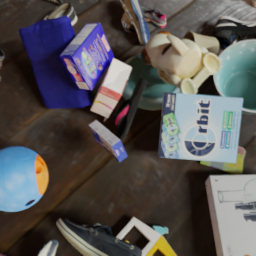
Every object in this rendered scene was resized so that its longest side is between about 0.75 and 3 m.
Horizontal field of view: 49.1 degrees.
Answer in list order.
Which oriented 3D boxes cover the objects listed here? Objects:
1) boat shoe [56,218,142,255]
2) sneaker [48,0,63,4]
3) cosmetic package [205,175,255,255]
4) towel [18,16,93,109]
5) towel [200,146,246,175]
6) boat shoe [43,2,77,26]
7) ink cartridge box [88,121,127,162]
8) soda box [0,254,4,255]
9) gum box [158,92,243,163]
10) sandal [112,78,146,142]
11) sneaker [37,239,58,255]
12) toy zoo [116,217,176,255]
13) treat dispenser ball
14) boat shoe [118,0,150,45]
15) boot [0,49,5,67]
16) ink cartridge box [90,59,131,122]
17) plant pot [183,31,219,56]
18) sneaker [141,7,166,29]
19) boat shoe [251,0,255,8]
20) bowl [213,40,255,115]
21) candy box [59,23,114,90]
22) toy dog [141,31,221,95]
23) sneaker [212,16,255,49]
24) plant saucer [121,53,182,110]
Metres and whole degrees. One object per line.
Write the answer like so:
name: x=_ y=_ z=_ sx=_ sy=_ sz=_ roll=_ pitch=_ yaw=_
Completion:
boat shoe: x=-0.836 y=3.115 z=7.652 sx=2.812 sy=1.049 sz=0.875 roll=15 pitch=51 yaw=33
sneaker: x=-3.460 y=-5.965 z=12.845 sx=0.590 sy=0.494 sz=1.334 roll=-33 pitch=58 yaw=-16
cosmetic package: x=3.560 y=2.786 z=8.164 sx=2.108 sy=0.722 sz=2.796 roll=-3 pitch=60 yaw=1
towel: x=-2.341 y=-2.090 z=9.395 sx=2.146 sy=2.906 sz=0.720 roll=1 pitch=25 yaw=32
towel: x=3.210 y=0.977 z=9.461 sx=1.431 sy=0.163 sz=1.028 roll=15 pitch=64 yaw=8
boat shoe: x=-3.194 y=-4.273 z=11.769 sx=0.993 sy=0.811 sz=2.688 roll=36 pitch=68 yaw=17
ink cartridge box: x=-0.628 y=0.372 z=8.344 sx=0.322 sy=0.686 sz=1.459 roll=-34 pitch=39 yaw=-16
soda box: x=-4.110 y=3.692 z=7.775 sx=2.167 sy=0.690 sz=0.738 roll=22 pitch=65 yaw=10
gum box: x=2.192 y=-0.013 z=8.659 sx=2.349 sy=0.523 sz=1.996 roll=4 pitch=95 yaw=0
sandal: x=-0.105 y=-0.566 z=9.240 sx=0.542 sy=2.407 sz=0.904 roll=17 pitch=18 yaw=-16
sneaker: x=-2.233 y=4.230 z=7.530 sx=1.000 sy=0.899 sz=2.317 roll=19 pitch=71 yaw=-4
toy zoo: x=0.167 y=3.940 z=7.857 sx=1.909 sy=0.298 sz=2.909 roll=40 pitch=70 yaw=19
treat dispenser ball: x=-3.333 y=1.488 z=8.254 sx=1.890 sy=1.890 sz=1.890 roll=0 pitch=63 yaw=0
boat shoe: x=0.224 y=-4.549 z=11.933 sx=0.939 sy=0.937 sz=2.594 roll=-19 pitch=71 yaw=15
boot: x=-4.478 y=-2.174 z=8.724 sx=2.071 sy=1.364 sz=0.723 roll=36 pitch=29 yaw=24
ink cartridge box: x=-0.657 y=-1.162 z=9.295 sx=0.683 sy=2.024 sz=1.179 roll=23 pitch=60 yaw=-9
plant pot: x=2.876 y=-3.143 z=11.077 sx=1.149 sy=1.255 sz=1.255 roll=-2 pitch=62 yaw=-13
sneaker: x=1.038 y=-4.973 z=12.271 sx=1.503 sy=0.561 sz=0.606 roll=31 pitch=68 yaw=16
boat shoe: x=6.794 y=-5.624 z=12.456 sx=2.357 sy=0.817 sz=0.835 roll=15 pitch=64 yaw=7
bowl: x=4.301 y=-1.562 z=9.868 sx=2.706 sy=1.415 sz=2.706 roll=-3 pitch=72 yaw=9
candy box: x=-1.189 y=-2.150 z=8.479 sx=0.600 sy=1.318 sz=1.559 roll=13 pitch=58 yaw=30
toy dog: x=1.432 y=-2.304 z=9.407 sx=1.647 sy=2.288 sz=2.360 roll=-55 pitch=43 yaw=10
sneaker: x=4.685 y=-3.693 z=11.521 sx=2.427 sy=0.887 sz=1.358 roll=18 pitch=67 yaw=18
plant saucer: x=0.925 y=-1.954 z=10.845 sx=2.753 sy=0.377 sz=2.753 roll=0 pitch=62 yaw=0
